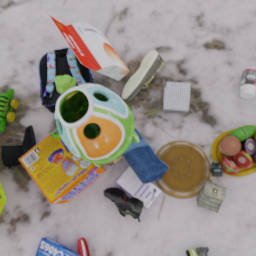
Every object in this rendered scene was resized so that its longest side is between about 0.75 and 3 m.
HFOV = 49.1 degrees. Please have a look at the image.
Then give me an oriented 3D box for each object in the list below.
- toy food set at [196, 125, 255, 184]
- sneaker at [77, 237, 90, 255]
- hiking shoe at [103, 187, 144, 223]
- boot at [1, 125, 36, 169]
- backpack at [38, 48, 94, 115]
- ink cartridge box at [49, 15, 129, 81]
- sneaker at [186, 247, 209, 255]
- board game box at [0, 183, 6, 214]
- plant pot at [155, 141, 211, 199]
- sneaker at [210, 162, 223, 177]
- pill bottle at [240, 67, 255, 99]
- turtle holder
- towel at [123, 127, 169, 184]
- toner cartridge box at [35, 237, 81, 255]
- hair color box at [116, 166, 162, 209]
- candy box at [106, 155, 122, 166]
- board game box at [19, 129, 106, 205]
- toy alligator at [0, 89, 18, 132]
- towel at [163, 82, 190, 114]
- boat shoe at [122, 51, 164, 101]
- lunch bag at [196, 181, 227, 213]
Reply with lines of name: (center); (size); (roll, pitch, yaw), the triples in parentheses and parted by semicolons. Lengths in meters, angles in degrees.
toy food set: (3.828, 0.766, 9.485); (2.849, 0.930, 1.676); (-19, 74, -5)
sneaker: (-1.648, 4.307, 8.541); (0.987, 0.669, 1.708); (-9, 72, -4)
hiking shoe: (-0.229, 2.489, 9.027); (1.527, 0.578, 0.769); (20, 112, 34)
boot: (-3.742, 0.658, 9.596); (1.136, 0.513, 1.386); (-8, 90, -13)
backpack: (-2.194, -1.695, 9.993); (1.915, 1.411, 2.098); (-12, 74, -4)
ink cartridge box: (-1.236, -2.867, 9.755); (0.676, 2.696, 2.186); (-38, 75, 15)
sneaker: (2.475, 4.512, 8.445); (0.762, 0.696, 1.883); (-22, 75, -4)
board game box: (-4.690, 1.440, 8.696); (0.683, 1.457, 2.869); (-8, 54, -43)
plant pot: (1.828, 1.391, 9.597); (2.032, 0.279, 2.032); (-1, 74, 3)
sneaker: (2.904, 1.314, 9.133); (0.419, 1.112, 0.441); (-3, 89, 12)
pill bottle: (4.508, -1.650, 10.416); (0.602, 0.602, 1.056); (13, 73, 4)
turtle holder: (-0.944, -0.394, 7.280); (1.934, 1.808, 2.546); (-16, 62, 19)
towel: (0.300, 0.759, 9.251); (0.547, 1.257, 2.252); (-50, 64, 30)
toner cartridge box: (-2.116, 3.968, 8.493); (1.513, 0.327, 0.718); (14, 81, 27)
hair color box: (0.355, 1.985, 9.370); (1.365, 0.442, 0.746); (39, 78, 13)
candy box: (-1.116, 0.231, 9.011); (0.572, 1.181, 2.025); (-40, 66, 6)
board game box: (-1.973, 1.197, 8.866); (1.695, 1.694, 1.694); (-39, 77, -5)
toy alligator: (-4.548, -0.397, 9.996); (0.715, 0.654, 2.412); (8, 73, 3)
towel: (1.775, -1.094, 10.300); (0.961, 0.497, 1.161); (4, 67, 9)
boat shoe: (0.559, -1.826, 10.333); (0.626, 0.748, 2.094); (35, 91, -33)
lunch bag: (2.711, 2.204, 9.083); (0.712, 0.510, 0.868); (18, 109, 4)
